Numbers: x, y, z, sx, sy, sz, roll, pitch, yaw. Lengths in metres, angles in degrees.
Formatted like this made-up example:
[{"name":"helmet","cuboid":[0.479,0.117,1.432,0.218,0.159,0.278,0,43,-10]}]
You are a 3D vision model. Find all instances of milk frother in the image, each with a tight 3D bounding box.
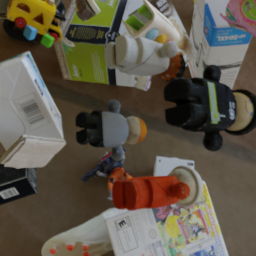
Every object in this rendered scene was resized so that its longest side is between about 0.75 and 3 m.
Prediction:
[{"name":"milk frother","cuboid":[-3.897,-4.607,10.525,2.150,2.285,2.062,21,63,14]}]

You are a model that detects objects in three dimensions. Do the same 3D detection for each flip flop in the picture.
[{"name":"flip flop","cuboid":[-3.018,-3.385,7.202,2.742,1.112,0.789,-14,15,-23]}]

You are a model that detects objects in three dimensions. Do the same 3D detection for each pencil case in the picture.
[{"name":"pencil case","cuboid":[2.622,-1.713,4.740,0.921,0.921,2.106,-34,63,-21]}]

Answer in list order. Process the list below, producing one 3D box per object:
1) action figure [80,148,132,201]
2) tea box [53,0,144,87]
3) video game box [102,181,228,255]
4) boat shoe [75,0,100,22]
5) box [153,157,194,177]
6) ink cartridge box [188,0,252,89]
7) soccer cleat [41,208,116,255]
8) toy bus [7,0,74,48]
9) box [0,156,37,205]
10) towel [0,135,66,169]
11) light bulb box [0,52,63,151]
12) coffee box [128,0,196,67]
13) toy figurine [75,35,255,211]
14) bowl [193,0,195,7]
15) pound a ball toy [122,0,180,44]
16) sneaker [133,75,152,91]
[{"name":"action figure","cuboid":[-0.481,1.300,7.607,1.485,0.777,1.437,-30,50,11]},{"name":"tea box","cuboid":[-0.831,-3.092,9.763,2.631,1.787,2.675,8,56,6]},{"name":"video game box","cuboid":[0.898,2.631,5.910,2.266,0.582,2.487,-17,90,-9]},{"name":"boat shoe","cuboid":[-0.945,-2.654,6.076,0.437,0.527,1.467,-35,34,9]},{"name":"box","cuboid":[1.169,1.388,7.398,1.015,0.667,1.021,7,56,5]},{"name":"ink cartridge box","cuboid":[2.740,-2.656,8.865,1.186,2.814,2.054,-5,56,-1]},{"name":"soccer cleat","cuboid":[-0.728,2.510,6.624,2.571,0.891,0.997,-15,28,-3]},{"name":"toy bus","cuboid":[-1.527,-2.021,4.998,1.137,0.623,1.205,39,25,7]},{"name":"box","cuboid":[-2.552,1.060,6.101,0.956,0.592,0.940,-18,41,-5]},{"name":"towel","cuboid":[-1.407,0.371,4.221,0.614,0.926,0.160,-43,67,17]},{"name":"light bulb box","cuboid":[-2.067,-0.486,5.445,1.017,1.615,1.630,-24,25,-6]},{"name":"coffee box","cuboid":[0.932,-2.409,7.287,0.723,1.814,1.037,-15,27,41]},{"name":"toy figurine","cuboid":[0.564,-0.107,5.149,1.913,2.750,2.707,2,33,-40]},{"name":"bowl","cuboid":[3.432,-5.182,11.313,2.438,1.312,2.438,11,63,-22]},{"name":"pound a ball toy","cuboid":[0.455,-1.860,5.889,0.995,1.526,0.648,-37,72,24]},{"name":"sneaker","cuboid":[0.421,-1.428,7.420,0.468,0.352,0.940,12,62,16]}]
